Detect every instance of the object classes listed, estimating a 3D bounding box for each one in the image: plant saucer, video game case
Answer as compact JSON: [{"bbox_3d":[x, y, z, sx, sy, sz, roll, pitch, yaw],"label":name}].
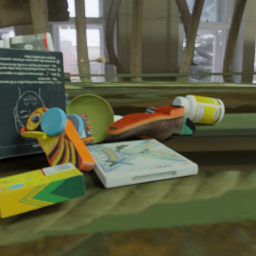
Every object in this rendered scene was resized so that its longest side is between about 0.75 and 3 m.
[{"bbox_3d":[-1.140,-0.256,8.152,1.471,1.471,0.229,-1,14,-4],"label":"plant saucer"},{"bbox_3d":[0.152,0.715,6.463,1.991,0.240,2.185,-5,13,-19],"label":"video game case"}]

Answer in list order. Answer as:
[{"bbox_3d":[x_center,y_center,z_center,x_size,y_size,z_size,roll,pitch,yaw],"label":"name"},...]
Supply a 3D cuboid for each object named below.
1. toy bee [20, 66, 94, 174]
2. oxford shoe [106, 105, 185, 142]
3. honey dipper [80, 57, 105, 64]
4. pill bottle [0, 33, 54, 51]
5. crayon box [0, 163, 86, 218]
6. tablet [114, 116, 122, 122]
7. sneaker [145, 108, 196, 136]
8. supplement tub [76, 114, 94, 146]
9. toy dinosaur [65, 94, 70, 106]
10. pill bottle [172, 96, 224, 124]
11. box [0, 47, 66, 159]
[{"bbox_3d":[-1.673,0.077,6.246,1.343,1.617,2.471,-32,46,18],"label":"toy bee"},{"bbox_3d":[0.635,0.040,8.111,2.683,0.973,0.955,-14,18,-29],"label":"oxford shoe"},{"bbox_3d":[-1.064,-1.955,8.207,0.907,0.172,0.172,3,12,36],"label":"honey dipper"},{"bbox_3d":[-3.113,-2.270,8.434,1.668,0.950,0.950,-10,14,-9],"label":"pill bottle"},{"bbox_3d":[-1.481,0.945,4.349,1.438,0.365,0.913,-11,9,-22],"label":"crayon box"},{"bbox_3d":[-0.704,-0.402,11.770,1.417,0.097,0.922,10,16,43],"label":"tablet"},{"bbox_3d":[1.447,-0.283,9.592,1.787,0.665,0.782,23,9,3],"label":"sneaker"},{"bbox_3d":[-1.217,0.141,7.425,0.522,0.977,0.522,-14,2,1],"label":"supplement tub"},{"bbox_3d":[-2.988,-0.979,14.162,2.059,1.191,2.269,-4,-28,35],"label":"toy dinosaur"},{"bbox_3d":[2.682,-0.711,10.883,1.812,1.019,1.019,6,10,-18],"label":"pill bottle"},{"bbox_3d":[-2.739,-0.653,7.194,1.897,2.557,1.369,-6,8,-37],"label":"box"}]
